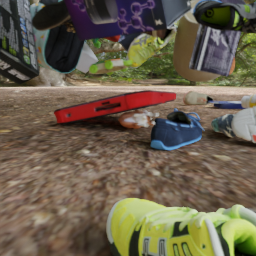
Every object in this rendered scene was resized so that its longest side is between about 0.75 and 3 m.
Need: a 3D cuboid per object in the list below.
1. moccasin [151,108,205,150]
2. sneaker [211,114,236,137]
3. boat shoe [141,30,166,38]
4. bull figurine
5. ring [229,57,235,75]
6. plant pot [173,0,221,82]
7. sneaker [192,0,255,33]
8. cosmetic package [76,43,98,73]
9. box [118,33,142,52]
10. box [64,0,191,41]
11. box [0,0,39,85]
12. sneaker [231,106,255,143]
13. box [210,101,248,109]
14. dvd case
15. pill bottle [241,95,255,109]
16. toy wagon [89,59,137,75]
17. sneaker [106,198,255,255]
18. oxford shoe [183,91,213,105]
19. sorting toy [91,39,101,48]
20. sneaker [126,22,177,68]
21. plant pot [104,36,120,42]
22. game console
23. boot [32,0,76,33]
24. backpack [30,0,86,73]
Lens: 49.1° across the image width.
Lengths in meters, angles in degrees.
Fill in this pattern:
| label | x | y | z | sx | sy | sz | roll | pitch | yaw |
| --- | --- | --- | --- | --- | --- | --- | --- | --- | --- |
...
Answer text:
| label | x | y | z | sx | sy | sz | roll | pitch | yaw |
| --- | --- | --- | --- | --- | --- | --- | --- | --- | --- |
| moccasin | 1.109 | -0.037 | 5.779 | 0.782 | 0.663 | 1.943 | 5 | 11 | 27 |
| sneaker | 2.235 | -0.032 | 6.601 | 0.584 | 0.526 | 1.354 | -8 | -2 | 30 |
| boat shoe | 0.455 | -2.626 | 6.749 | 0.895 | 0.894 | 2.420 | 13 | 7 | 6 |
| bull figurine | 0.344 | -0.239 | 7.420 | 0.878 | 0.471 | 1.446 | 0 | 8 | 29 |
| ring | 3.333 | -2.214 | 9.541 | 0.877 | 0.877 | 0.084 | -6 | 14 | -33 |
| plant pot | 2.567 | -3.225 | 9.820 | 2.226 | 2.226 | 2.377 | 3 | -24 | 17 |
| sneaker | 1.839 | -1.800 | 4.656 | 1.541 | 0.546 | 0.639 | 10 | 41 | 12 |
| cosmetic package | -2.077 | -2.827 | 10.074 | 0.762 | 1.060 | 1.878 | -42 | -26 | 20 |
| box | 0.273 | -3.669 | 10.485 | 1.051 | 1.417 | 0.758 | -23 | -40 | 29 |
| box | -0.275 | -2.819 | 4.178 | 1.856 | 2.629 | 1.037 | 4 | 37 | 33 |
| box | -3.071 | -2.739 | 5.584 | 0.707 | 2.974 | 2.872 | -21 | -19 | 18 |
| sneaker | 3.164 | 0.083 | 5.608 | 2.117 | 0.816 | 0.867 | 3 | -16 | 14 |
| box | 4.528 | -1.026 | 12.480 | 1.707 | 0.277 | 1.034 | 1 | 10 | 0 |
| dvd case | 2.316 | -2.336 | 6.954 | 0.212 | 1.975 | 2.656 | 20 | 17 | 31 |
| pill bottle | 5.214 | -0.998 | 11.207 | 0.670 | 0.670 | 1.205 | -7 | 13 | -36 |
| toy wagon | -0.291 | -1.263 | 5.751 | 1.000 | 0.198 | 0.776 | -8 | 4 | 24 |
| sneaker | 0.450 | 0.699 | 1.530 | 0.693 | 0.702 | 1.838 | -8 | 12 | -30 |
| oxford shoe | 3.498 | -1.462 | 13.886 | 1.940 | 0.683 | 0.726 | -10 | 19 | -41 |
| sorting toy | -1.493 | -3.963 | 10.470 | 0.280 | 1.903 | 1.407 | -21 | -2 | 3 |
| sneaker | 0.750 | -2.873 | 9.496 | 0.811 | 2.152 | 0.822 | 37 | 20 | -24 |
| plant pot | -1.091 | -4.016 | 8.932 | 1.946 | 1.944 | 1.715 | 19 | 16 | 3 |
| game console | -0.343 | -0.660 | 8.211 | 2.994 | 0.465 | 2.648 | -9 | 6 | 27 |
| boot | -1.403 | -2.412 | 6.221 | 1.326 | 0.485 | 0.998 | -36 | -2 | -3 |
| backpack | -1.974 | -2.437 | 7.654 | 1.361 | 1.776 | 1.561 | 13 | 4 | 27 |
